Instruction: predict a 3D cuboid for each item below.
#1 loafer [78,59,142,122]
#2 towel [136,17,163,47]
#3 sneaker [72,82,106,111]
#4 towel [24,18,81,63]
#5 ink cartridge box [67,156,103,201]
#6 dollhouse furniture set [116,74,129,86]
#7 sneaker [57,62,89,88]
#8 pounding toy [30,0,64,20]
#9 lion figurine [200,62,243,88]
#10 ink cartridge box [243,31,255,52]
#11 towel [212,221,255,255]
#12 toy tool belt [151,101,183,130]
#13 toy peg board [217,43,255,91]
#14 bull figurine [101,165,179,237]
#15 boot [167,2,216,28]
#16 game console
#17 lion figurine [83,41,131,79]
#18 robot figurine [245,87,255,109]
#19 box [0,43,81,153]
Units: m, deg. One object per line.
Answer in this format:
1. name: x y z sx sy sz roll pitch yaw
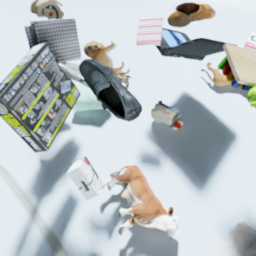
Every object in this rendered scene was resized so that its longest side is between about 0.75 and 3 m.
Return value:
1. loafer: -0.531 -0.956 6.800 2.086 0.708 0.732 46 31 16
2. towel: 0.804 -3.610 10.504 0.937 0.192 1.281 2 67 13
3. sneaker: -1.418 -1.838 12.465 1.613 1.007 2.735 3 57 10
4. towel: -2.622 -3.098 10.139 0.826 1.599 1.931 12 28 38
5. ink cartridge box: -1.161 1.401 7.776 0.413 0.987 0.712 -26 13 15
6. dollhouse furniture set: -0.446 -2.282 13.364 0.937 0.488 0.947 11 47 25
7. sneaker: -1.382 -1.749 8.245 1.326 0.497 0.766 31 74 15
8. pounding toy: -3.139 -4.605 11.088 0.974 1.698 0.971 36 85 24
9. lion figurine: 4.784 -2.372 13.189 2.564 0.929 1.570 -7 60 13
10. ink cartridge box: 6.947 -4.363 14.993 1.239 0.722 1.712 24 52 21
11. towel: 3.248 3.594 7.979 1.188 0.309 1.793 35 57 29
12. toy tool belt: 1.694 -0.614 11.462 1.443 0.901 0.887 25 61 20
13. toy peg board: 3.504 -1.583 8.365 1.528 0.747 1.522 9 53 -18
14. bull figurine: 0.316 2.309 8.654 1.707 0.916 2.812 -7 41 -28
15. boot: 2.212 -4.533 11.075 2.165 0.798 1.675 0 12 36
16. game console: 2.492 -3.654 11.278 2.829 1.647 2.488 -7 58 -42
17. lion figurine: -0.670 -2.064 8.800 0.998 1.629 0.590 -27 6 15
18. robot figurine: 3.578 -0.714 7.434 0.824 0.543 0.939 -30 67 -28
19. box: -2.530 -0.896 8.081 0.563 2.036 2.541 -7 44 28
